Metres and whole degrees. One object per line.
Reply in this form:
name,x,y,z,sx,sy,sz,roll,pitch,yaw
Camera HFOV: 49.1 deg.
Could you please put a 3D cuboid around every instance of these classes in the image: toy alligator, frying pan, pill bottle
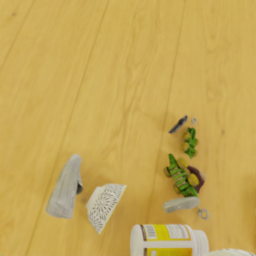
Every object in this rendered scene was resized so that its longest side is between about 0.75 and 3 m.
toy alligator,1.909,1.949,9.295,0.820,0.594,2.473,-39,72,26
frying pan,1.889,-0.222,9.851,0.263,1.615,0.977,46,66,4
toy alligator,2.237,0.404,10.197,0.611,0.443,1.845,35,49,-21
pill bottle,1.215,3.527,8.391,2.182,1.192,1.192,4,67,-10

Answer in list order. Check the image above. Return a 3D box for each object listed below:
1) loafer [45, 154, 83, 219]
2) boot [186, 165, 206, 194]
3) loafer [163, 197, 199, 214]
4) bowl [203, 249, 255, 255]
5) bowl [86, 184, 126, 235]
loafer,-1.873,1.845,9.034,0.875,0.876,2.506,28,36,-12
boot,2.239,1.752,9.610,0.879,0.318,0.731,35,71,-9
loafer,1.676,2.398,8.939,1.172,0.409,0.410,-11,112,0
bowl,2.145,3.616,6.052,2.865,2.865,1.345,-34,106,-13
bowl,-0.788,2.335,8.680,0.790,1.684,1.684,30,71,4
